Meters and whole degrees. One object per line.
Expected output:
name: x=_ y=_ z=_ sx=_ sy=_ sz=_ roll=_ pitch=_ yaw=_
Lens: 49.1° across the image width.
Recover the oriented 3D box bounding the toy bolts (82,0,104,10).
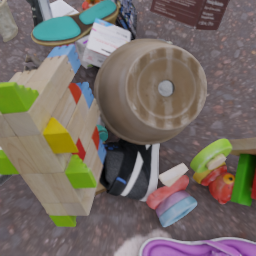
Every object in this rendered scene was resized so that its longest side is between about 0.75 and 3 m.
toy bolts: x=-1.088 y=-4.370 z=10.405 sx=1.299 sy=0.943 sz=1.360 roll=11 pitch=59 yaw=6

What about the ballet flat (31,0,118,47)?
ballet flat: x=-1.399 y=-2.760 z=7.897 sx=2.600 sy=0.820 sz=0.892 roll=-27 pitch=75 yaw=-17

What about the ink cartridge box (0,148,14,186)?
ink cartridge box: x=-3.398 y=0.222 z=4.932 sx=2.654 sy=0.668 sz=1.446 roll=39 pitch=44 yaw=2

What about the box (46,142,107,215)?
box: x=-1.541 y=0.786 z=7.549 sx=2.035 sy=0.265 sz=2.490 roll=-22 pitch=60 yaw=-14

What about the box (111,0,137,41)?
box: x=-0.182 y=-4.189 z=9.907 sx=0.398 sy=1.591 sz=1.603 roll=-12 pitch=56 yaw=23

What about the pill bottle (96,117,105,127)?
pill bottle: x=-1.337 y=-0.472 z=7.716 sx=1.471 sy=0.815 sz=0.815 roll=11 pitch=58 yaw=7

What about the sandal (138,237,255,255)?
sandal: x=1.672 y=2.897 z=5.947 sx=2.913 sy=0.716 sz=1.185 roll=0 pitch=58 yaw=0

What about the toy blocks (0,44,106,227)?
toy blocks: x=-1.085 y=0.011 z=4.698 sx=1.436 sy=2.874 sz=1.965 roll=-5 pitch=40 yaw=15

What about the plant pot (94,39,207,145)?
plant pot: x=0.506 y=-0.718 z=5.399 sx=2.307 sy=2.002 sz=2.307 roll=-1 pitch=94 yaw=-8

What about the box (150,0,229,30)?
box: x=1.449 y=-3.019 z=6.007 sx=1.216 sy=1.480 sz=1.228 roll=34 pitch=34 yaw=28

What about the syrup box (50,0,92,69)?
syrup box: x=-1.877 y=-3.251 z=9.651 sx=1.030 sy=0.996 sz=2.529 roll=-39 pitch=66 yaw=-22

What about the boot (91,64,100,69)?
boot: x=-0.527 y=-1.709 z=8.817 sx=2.207 sy=0.817 sz=1.809 roll=-36 pitch=60 yaw=-16

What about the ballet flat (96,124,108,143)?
ballet flat: x=-1.049 y=0.440 z=6.134 sx=1.395 sy=0.470 sz=0.491 roll=-41 pitch=44 yaw=0

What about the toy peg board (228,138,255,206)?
toy peg board: x=3.788 y=1.206 z=5.646 sx=2.844 sy=2.832 sz=1.391 roll=16 pitch=81 yaw=-12

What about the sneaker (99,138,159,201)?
sneaker: x=-0.050 y=0.321 z=7.096 sx=1.579 sy=1.031 sz=2.822 roll=16 pitch=57 yaw=-20

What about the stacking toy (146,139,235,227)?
stacking toy: x=1.604 y=1.353 z=6.184 sx=2.262 sy=2.047 sz=0.955 roll=-28 pitch=62 yaw=-13

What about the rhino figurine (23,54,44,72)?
rhino figurine: x=-1.939 y=-0.670 z=5.978 sx=0.739 sy=0.505 sz=1.690 roll=10 pitch=77 yaw=-22

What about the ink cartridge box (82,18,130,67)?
ink cartridge box: x=-0.532 y=-1.998 z=7.072 sx=1.026 sy=0.605 sz=1.783 roll=18 pitch=39 yaw=-12

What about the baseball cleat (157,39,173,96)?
baseball cleat: x=1.045 y=-1.759 z=8.768 sx=1.409 sy=0.923 sz=2.648 roll=-18 pitch=59 yaw=-11

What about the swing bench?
swing bench: x=-4.597 y=-4.024 z=9.982 sx=0.833 sy=1.277 sz=1.284 roll=-39 pitch=66 yaw=-22

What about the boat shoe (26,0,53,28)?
boat shoe: x=-2.461 y=-3.475 z=7.442 sx=0.581 sy=2.054 sz=0.705 roll=-8 pitch=45 yaw=-3
